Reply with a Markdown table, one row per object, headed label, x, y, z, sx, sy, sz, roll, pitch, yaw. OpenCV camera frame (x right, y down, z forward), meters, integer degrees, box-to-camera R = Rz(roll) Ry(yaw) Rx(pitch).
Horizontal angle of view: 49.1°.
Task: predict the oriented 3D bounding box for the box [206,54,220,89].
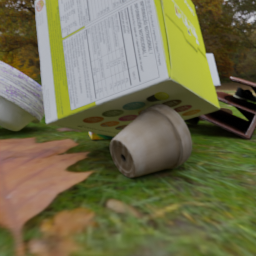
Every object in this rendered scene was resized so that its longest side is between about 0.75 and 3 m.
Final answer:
| label | x | y | z | sx | sy | sz | roll | pitch | yaw |
| --- | --- | --- | --- | --- | --- | --- | --- | --- | --- |
| box | 1.790 | -1.637 | 8.860 | 1.807 | 1.124 | 0.881 | -4 | -15 | -16 |

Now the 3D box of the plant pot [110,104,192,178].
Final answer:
| label | x | y | z | sx | sy | sz | roll | pitch | yaw |
| --- | --- | --- | --- | --- | --- | --- | --- | --- | --- |
| plant pot | 0.287 | 0.305 | 4.721 | 1.020 | 1.175 | 1.175 | -26 | 22 | -30 |

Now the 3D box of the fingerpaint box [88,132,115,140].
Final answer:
| label | x | y | z | sx | sy | sz | roll | pitch | yaw |
| --- | --- | --- | --- | --- | --- | --- | --- | --- | --- |
| fingerpaint box | -0.736 | 0.117 | 7.787 | 0.665 | 0.292 | 0.797 | -2 | 9 | -14 |

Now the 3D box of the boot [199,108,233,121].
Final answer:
| label | x | y | z | sx | sy | sz | roll | pitch | yaw |
| --- | --- | --- | --- | --- | --- | --- | --- | --- | --- |
| boot | 3.456 | -0.619 | 11.406 | 1.441 | 0.553 | 1.119 | -12 | 12 | 18 |

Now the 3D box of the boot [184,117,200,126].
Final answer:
| label | x | y | z | sx | sy | sz | roll | pitch | yaw |
| --- | --- | --- | --- | --- | --- | --- | --- | --- | --- |
| boot | 1.358 | -0.471 | 9.660 | 1.636 | 0.824 | 2.189 | 8 | 12 | 39 |

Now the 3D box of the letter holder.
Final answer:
| label | x | y | z | sx | sy | sz | roll | pitch | yaw |
| --- | --- | --- | --- | --- | --- | --- | --- | --- | --- |
| letter holder | 3.191 | -0.892 | 8.755 | 1.973 | 1.396 | 2.775 | 25 | 18 | 20 |

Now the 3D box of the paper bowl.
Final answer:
| label | x | y | z | sx | sy | sz | roll | pitch | yaw |
| --- | --- | --- | --- | --- | --- | --- | --- | --- | --- |
| paper bowl | -3.853 | -0.893 | 8.386 | 2.734 | 1.422 | 2.734 | 23 | -13 | 6 |

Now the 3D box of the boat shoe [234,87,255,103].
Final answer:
| label | x | y | z | sx | sy | sz | roll | pitch | yaw |
| --- | --- | --- | --- | --- | --- | --- | --- | --- | --- |
| boat shoe | 4.095 | -1.105 | 9.545 | 1.187 | 0.372 | 0.434 | 9 | 20 | -33 |

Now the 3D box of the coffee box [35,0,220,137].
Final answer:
| label | x | y | z | sx | sy | sz | roll | pitch | yaw |
| --- | --- | --- | --- | --- | --- | --- | --- | --- | --- |
| coffee box | 0.041 | -1.529 | 6.099 | 2.749 | 2.779 | 2.775 | -17 | -15 | 30 |
